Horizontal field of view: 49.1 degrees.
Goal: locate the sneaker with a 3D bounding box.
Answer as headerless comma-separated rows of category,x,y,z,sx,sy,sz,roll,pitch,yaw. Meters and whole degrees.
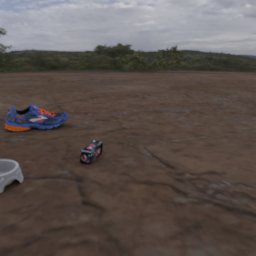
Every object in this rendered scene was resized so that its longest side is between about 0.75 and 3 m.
sneaker,-3.483,-0.432,10.787,2.378,0.933,0.896,-7,17,-24

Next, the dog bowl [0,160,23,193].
dog bowl,-3.016,1.063,6.273,1.240,0.364,1.240,-1,14,0

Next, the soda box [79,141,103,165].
soda box,-1.006,0.668,7.753,0.315,0.352,0.994,10,16,12
